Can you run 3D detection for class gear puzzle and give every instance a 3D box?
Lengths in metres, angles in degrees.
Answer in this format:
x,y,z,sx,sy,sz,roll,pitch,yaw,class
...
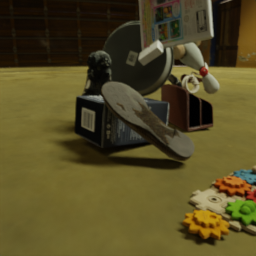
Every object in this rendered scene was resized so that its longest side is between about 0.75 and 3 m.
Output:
x,y,z,sx,sy,sz,roll,pitch,yaw,class
1.958,1.245,5.073,2.797,0.366,1.449,-12,20,-38,gear puzzle

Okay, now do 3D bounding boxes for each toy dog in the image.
x,y,z,sx,sy,sz,roll,pitch,yaw,class
2.375,-2.330,10.539,1.616,2.451,1.180,-11,-4,-15,toy dog

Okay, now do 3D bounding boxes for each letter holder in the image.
x,y,z,sx,sy,sz,roll,pitch,yaw,class
2.135,-0.918,10.519,1.070,1.512,2.128,-10,18,-16,letter holder

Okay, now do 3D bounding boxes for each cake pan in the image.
x,y,z,sx,sy,sz,roll,pitch,yaw,class
0.248,-2.475,10.101,2.749,2.749,0.504,4,8,15,cake pan

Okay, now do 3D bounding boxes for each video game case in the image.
x,y,z,sx,sy,sz,roll,pitch,yaw,class
1.389,-3.742,8.636,2.228,2.448,0.290,-5,-2,29,video game case

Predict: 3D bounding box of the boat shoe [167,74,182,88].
x,y,z,sx,sy,sz,roll,pitch,yaw,class
2.164,-2.172,12.945,1.036,0.383,0.313,42,-8,-3,boat shoe

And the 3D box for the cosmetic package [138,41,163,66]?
x,y,z,sx,sy,sz,roll,pitch,yaw,class
0.696,-2.309,8.662,0.782,0.290,0.398,-26,38,35,cosmetic package

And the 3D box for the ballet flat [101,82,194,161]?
x,y,z,sx,sy,sz,roll,pitch,yaw,class
0.421,-0.113,7.029,2.779,0.644,0.936,38,60,2,ballet flat

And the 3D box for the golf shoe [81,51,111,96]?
x,y,z,sx,sy,sz,roll,pitch,yaw,class
-1.065,-1.332,9.876,1.051,2.703,1.277,15,20,-4,golf shoe

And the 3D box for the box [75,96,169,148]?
x,y,z,sx,sy,sz,roll,pitch,yaw,class
-0.199,-0.288,8.526,2.354,1.228,1.742,-4,14,-35,box
